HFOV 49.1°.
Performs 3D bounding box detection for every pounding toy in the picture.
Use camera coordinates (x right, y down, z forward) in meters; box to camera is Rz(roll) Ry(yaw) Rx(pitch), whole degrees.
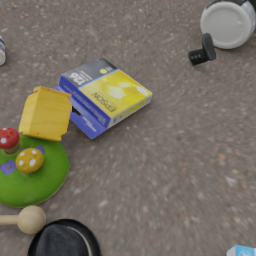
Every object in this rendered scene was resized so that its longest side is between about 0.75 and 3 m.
[{"bbox_3d":[-2.607,0.955,6.606,2.046,1.230,2.651,6,52,5],"label":"pounding toy"}]

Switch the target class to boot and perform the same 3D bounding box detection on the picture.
[{"bbox_3d":[2.330,-2.527,9.095,0.348,0.875,1.062,-21,12,-17],"label":"boot"}]

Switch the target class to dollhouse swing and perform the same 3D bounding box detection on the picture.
[{"bbox_3d":[-2.165,-0.300,7.270,1.106,1.070,1.217,14,77,-19],"label":"dollhouse swing"}]

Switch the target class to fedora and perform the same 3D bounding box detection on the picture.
[{"bbox_3d":[-1.356,2.594,5.721,1.707,0.779,1.707,0,54,0],"label":"fedora"}]

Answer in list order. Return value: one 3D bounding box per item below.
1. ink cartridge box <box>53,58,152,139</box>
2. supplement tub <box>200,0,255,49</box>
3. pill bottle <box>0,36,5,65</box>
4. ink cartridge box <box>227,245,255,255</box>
[{"bbox_3d":[-0.895,-1.041,8.364,2.325,0.546,2.298,-32,61,-34],"label":"ink cartridge box"},{"bbox_3d":[4.002,-4.433,10.247,1.835,1.835,2.995,26,57,18],"label":"supplement tub"},{"bbox_3d":[-4.682,-2.795,9.713,0.738,0.738,1.233,-15,55,-11],"label":"pill bottle"},{"bbox_3d":[2.981,3.095,5.432,1.927,0.654,1.118,9,54,7],"label":"ink cartridge box"}]
